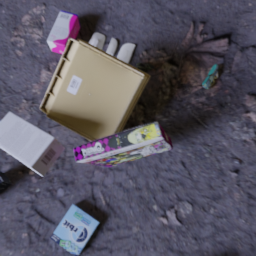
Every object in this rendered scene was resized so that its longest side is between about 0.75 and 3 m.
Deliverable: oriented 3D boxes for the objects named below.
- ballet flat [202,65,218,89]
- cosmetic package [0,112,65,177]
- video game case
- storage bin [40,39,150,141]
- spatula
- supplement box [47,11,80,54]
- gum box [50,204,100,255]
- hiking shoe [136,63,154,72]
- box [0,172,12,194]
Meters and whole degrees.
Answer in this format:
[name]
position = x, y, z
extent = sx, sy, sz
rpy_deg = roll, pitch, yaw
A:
[ballet flat]
position = 3.541, -2.124, 11.835
extent = 0.450, 0.450, 1.211
rpy_deg = 33, 77, 10
[cosmetic package]
position = -3.263, 0.484, 8.911
extent = 2.233, 0.796, 1.133
rpy_deg = 26, 70, 27
[video game case]
position = 0.019, 0.667, 9.167
extent = 2.635, 2.907, 0.521
rpy_deg = -17, 75, 11
[storage bin]
position = -1.219, -1.242, 10.177
extent = 2.933, 1.384, 2.954
rpy_deg = 29, 104, 3
[spatula]
position = -1.088, -2.714, 12.103
extent = 2.002, 0.231, 2.879
rpy_deg = 20, 74, 1
[supplement box]
position = -2.775, -4.109, 12.183
extent = 0.823, 0.840, 1.626
rpy_deg = 17, 72, 4
[gum box]
position = -1.888, 3.653, 10.009
extent = 1.174, 0.308, 1.381
rpy_deg = 31, 75, 9
[hiking shoe]
position = 0.713, -2.542, 12.007
extent = 0.783, 0.296, 0.394
rpy_deg = 11, 81, 13
[box]
position = -5.012, 2.162, 10.190
extent = 1.175, 0.869, 0.613
rpy_deg = -41, 76, -13
